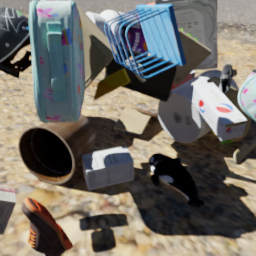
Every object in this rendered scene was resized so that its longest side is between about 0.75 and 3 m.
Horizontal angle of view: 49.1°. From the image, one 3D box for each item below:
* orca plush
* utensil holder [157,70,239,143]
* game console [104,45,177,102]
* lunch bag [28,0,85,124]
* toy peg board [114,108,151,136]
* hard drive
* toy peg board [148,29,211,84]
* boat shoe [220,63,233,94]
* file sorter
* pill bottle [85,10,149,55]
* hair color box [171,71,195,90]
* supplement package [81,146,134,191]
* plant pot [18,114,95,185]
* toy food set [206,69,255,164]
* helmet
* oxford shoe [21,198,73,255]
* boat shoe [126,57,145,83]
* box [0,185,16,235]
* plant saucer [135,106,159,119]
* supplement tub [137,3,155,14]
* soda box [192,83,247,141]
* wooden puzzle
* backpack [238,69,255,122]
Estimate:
[{"bbox_3d":[1.220,1.208,7.558,1.110,0.750,2.110,-8,34,-13],"label":"orca plush"},{"bbox_3d":[2.383,-0.743,9.574,2.261,1.922,1.922,-29,42,-33],"label":"utensil holder"},{"bbox_3d":[0.377,-1.522,7.642,1.860,1.083,1.636,21,20,9],"label":"game console"},{"bbox_3d":[-1.491,-1.431,6.002,0.975,2.529,2.028,-1,18,-3],"label":"lunch bag"},{"bbox_3d":[0.194,-0.101,9.973,1.042,0.510,1.037,13,50,21],"label":"toy peg board"},{"bbox_3d":[2.013,-3.062,9.334,1.870,2.676,0.506,-1,51,17],"label":"hard drive"},{"bbox_3d":[1.362,-2.219,8.180,1.429,1.423,0.699,22,45,-27],"label":"toy peg board"},{"bbox_3d":[2.521,-1.254,7.178,0.290,0.798,0.250,9,18,21],"label":"boat shoe"},{"bbox_3d":[0.183,-1.230,3.956,0.680,0.770,1.109,-25,28,-8],"label":"file sorter"},{"bbox_3d":[-0.249,-2.829,8.604,2.359,1.314,1.314,-5,29,-37],"label":"pill bottle"},{"bbox_3d":[2.271,-2.388,13.362,1.732,0.554,0.960,-22,38,-33],"label":"hair color box"},{"bbox_3d":[-0.564,1.098,7.737,1.299,0.739,0.711,-10,35,-15],"label":"supplement package"},{"bbox_3d":[-1.873,0.425,8.074,1.738,1.738,1.721,12,27,18],"label":"plant pot"},{"bbox_3d":[3.189,-0.407,8.848,1.856,2.688,0.540,-27,10,-36],"label":"toy food set"},{"bbox_3d":[-3.760,-2.738,8.786,2.070,1.974,2.070,-6,70,16],"label":"helmet"},{"bbox_3d":[-1.062,1.310,3.467,0.425,1.173,0.417,-35,42,-20],"label":"oxford shoe"},{"bbox_3d":[0.231,-1.346,6.522,0.266,0.777,0.290,-42,51,6],"label":"boat shoe"},{"bbox_3d":[-2.239,1.169,4.181,0.922,0.590,0.502,20,8,-29],"label":"box"},{"bbox_3d":[0.758,-0.580,10.336,1.081,0.198,1.081,22,3,-1],"label":"plant saucer"},{"bbox_3d":[1.089,-3.771,11.051,1.207,1.970,1.207,-11,51,14],"label":"supplement tub"},{"bbox_3d":[1.699,-0.344,5.367,0.439,0.410,1.288,-11,42,-9],"label":"soda box"},{"bbox_3d":[-1.286,-1.878,7.161,1.857,2.753,0.322,-34,2,25],"label":"wooden puzzle"},{"bbox_3d":[2.640,-0.633,4.969,1.140,1.297,0.994,43,23,6],"label":"backpack"}]
